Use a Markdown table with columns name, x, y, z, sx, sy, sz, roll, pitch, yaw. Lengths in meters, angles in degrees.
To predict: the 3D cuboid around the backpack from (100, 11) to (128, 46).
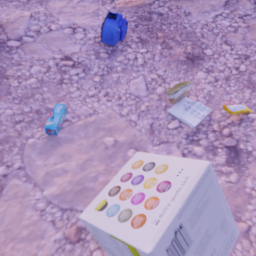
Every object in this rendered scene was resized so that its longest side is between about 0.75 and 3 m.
| name | x | y | z | sx | sy | sz | roll | pitch | yaw |
| --- | --- | --- | --- | --- | --- | --- | --- | --- | --- |
| backpack | -0.769 | -5.278 | 15.061 | 1.366 | 1.323 | 1.628 | 13 | 52 | 7 |

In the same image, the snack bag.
| name | x | y | z | sx | sy | sz | roll | pitch | yaw |
| --- | --- | --- | --- | --- | --- | --- | --- | --- | --- |
| snack bag | 2.658 | -0.753 | 12.182 | 1.459 | 0.156 | 1.376 | 37 | 60 | 26 |

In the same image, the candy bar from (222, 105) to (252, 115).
| name | x | y | z | sx | sy | sz | roll | pitch | yaw |
| --- | --- | --- | --- | --- | --- | --- | --- | --- | --- |
| candy bar | 4.513 | -0.759 | 11.589 | 2.194 | 0.243 | 0.547 | -6 | 47 | -47 |

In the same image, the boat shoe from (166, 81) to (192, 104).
| name | x | y | z | sx | sy | sz | roll | pitch | yaw |
| --- | --- | --- | --- | --- | --- | --- | --- | --- | --- |
| boat shoe | 2.313 | -1.626 | 12.583 | 1.726 | 0.590 | 0.645 | -31 | 26 | -37 |

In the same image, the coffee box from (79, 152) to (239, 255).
| name | x | y | z | sx | sy | sz | roll | pitch | yaw |
| --- | --- | --- | --- | --- | --- | --- | --- | --- | --- |
| coffee box | 0.870 | 2.555 | 7.390 | 2.605 | 2.634 | 2.630 | 3 | 40 | 49 |

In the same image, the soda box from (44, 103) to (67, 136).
| name | x | y | z | sx | sy | sz | roll | pitch | yaw |
| --- | --- | --- | --- | --- | --- | --- | --- | --- | --- |
| soda box | -3.000 | -0.363 | 11.683 | 0.474 | 0.449 | 1.399 | 8 | 51 | 6 |
